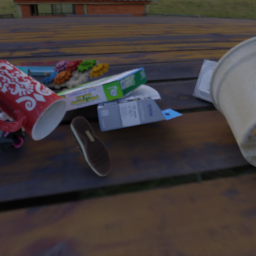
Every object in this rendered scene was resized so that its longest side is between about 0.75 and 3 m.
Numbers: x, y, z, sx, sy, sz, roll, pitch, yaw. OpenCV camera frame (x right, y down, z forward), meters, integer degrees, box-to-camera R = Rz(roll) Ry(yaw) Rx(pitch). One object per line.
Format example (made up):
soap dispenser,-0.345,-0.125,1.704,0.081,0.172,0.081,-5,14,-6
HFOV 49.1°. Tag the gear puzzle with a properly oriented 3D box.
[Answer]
gear puzzle,-1.840,-1.951,9.655,2.843,0.372,1.473,8,51,37

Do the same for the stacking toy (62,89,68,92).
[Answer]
stacking toy,-2.196,-1.125,10.307,0.359,0.359,0.841,-11,33,-21

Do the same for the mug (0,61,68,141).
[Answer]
mug,-2.701,-0.753,6.852,1.908,1.273,1.694,37,7,8

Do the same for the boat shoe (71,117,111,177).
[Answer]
boat shoe,-0.870,0.471,6.439,0.547,0.548,1.482,-17,70,-31

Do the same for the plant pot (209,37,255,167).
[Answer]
plant pot,3.433,-0.444,6.660,2.694,2.694,2.466,3,40,6

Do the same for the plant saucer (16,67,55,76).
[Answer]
plant saucer,-4.532,-2.787,13.762,2.625,0.249,0.918,3,26,4

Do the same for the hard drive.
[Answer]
hard drive,3.312,-1.495,9.780,0.383,1.415,2.025,3,20,-41

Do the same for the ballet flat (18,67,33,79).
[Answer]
ballet flat,-3.553,-1.256,9.587,0.861,0.861,2.356,-5,38,-10

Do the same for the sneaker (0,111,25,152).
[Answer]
sneaker,-3.132,0.136,7.341,0.968,0.900,2.241,39,12,-8

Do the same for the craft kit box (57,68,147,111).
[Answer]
craft kit box,-0.929,-1.240,9.096,2.533,0.622,2.565,-8,16,22

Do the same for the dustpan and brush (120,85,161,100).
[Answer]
dustpan and brush,0.266,-1.206,10.264,1.624,0.666,2.327,-9,33,2

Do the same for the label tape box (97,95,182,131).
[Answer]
label tape box,0.261,-0.538,7.967,2.165,0.716,1.551,-12,11,-1
